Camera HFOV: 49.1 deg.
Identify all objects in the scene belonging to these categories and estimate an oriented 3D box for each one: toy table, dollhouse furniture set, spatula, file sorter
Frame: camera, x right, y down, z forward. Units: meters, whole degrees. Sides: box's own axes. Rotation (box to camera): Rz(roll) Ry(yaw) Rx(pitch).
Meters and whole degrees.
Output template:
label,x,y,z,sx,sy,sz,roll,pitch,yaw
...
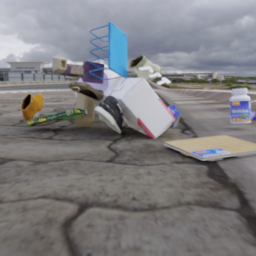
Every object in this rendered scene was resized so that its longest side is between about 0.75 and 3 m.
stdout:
label,x,y,z,sx,sy,sz,roll,pitch,yaw
toy table,-1.169,-1.635,12.947,1.502,2.357,2.565,27,5,-39
dollhouse furniture set,-2.486,-1.470,11.670,2.119,2.674,1.898,-2,11,-41
spatula,0.889,-1.831,9.777,1.102,0.127,1.585,41,24,7
file sorter,-0.796,-2.871,10.809,1.090,1.777,1.233,-4,-9,28

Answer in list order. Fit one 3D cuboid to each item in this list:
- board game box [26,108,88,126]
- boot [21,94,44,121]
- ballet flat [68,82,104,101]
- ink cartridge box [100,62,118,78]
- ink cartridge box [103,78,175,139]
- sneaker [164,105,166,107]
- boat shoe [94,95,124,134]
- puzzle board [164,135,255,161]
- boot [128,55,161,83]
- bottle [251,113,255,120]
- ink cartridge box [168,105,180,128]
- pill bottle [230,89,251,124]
label,x,y,z,sx,sy,sz,roll,pitch,yaw
board game box,-2.737,-0.391,10.905,2.090,0.245,1.095,-13,-5,13
boot,-3.786,-1.027,11.136,0.556,1.581,1.132,11,-34,-2
ballet flat,-1.480,-1.290,10.169,0.588,0.405,1.745,-5,-10,30
ink cartridge box,-1.395,-2.356,13.918,1.154,0.663,1.590,32,-42,-26
ink cartridge box,0.277,-0.809,10.435,1.084,1.918,2.618,-45,20,-8
sneaker,2.327,-1.394,18.515,0.339,0.316,0.898,-1,10,-26
boat shoe,-0.510,-0.438,9.637,0.880,0.719,2.383,35,-7,18
puzzle board,2.489,0.568,7.988,2.358,0.205,1.777,-5,13,-24
boot,0.382,-2.111,11.024,1.547,0.558,1.196,-36,-39,28
bottle,5.978,-0.593,13.982,0.831,0.347,0.271,5,11,29
ink cartridge box,1.630,-0.402,10.223,0.228,0.485,1.032,-27,-20,-8
pill bottle,4.472,-0.862,11.192,0.770,1.374,0.770,-4,5,0
